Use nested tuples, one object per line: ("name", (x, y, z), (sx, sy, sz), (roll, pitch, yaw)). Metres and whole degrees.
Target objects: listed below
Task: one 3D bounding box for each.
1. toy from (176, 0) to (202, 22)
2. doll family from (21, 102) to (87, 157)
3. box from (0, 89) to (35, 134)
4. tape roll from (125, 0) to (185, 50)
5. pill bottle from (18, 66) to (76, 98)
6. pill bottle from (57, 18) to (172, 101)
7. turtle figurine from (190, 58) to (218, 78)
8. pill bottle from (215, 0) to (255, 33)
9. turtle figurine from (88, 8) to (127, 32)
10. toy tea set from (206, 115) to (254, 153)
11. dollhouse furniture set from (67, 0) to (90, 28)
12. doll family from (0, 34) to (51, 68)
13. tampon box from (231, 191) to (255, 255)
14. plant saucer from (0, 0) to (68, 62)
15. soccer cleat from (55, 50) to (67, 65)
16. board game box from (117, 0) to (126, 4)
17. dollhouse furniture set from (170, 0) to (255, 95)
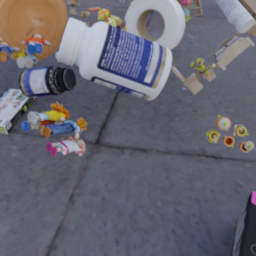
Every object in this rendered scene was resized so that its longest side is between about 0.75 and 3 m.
("toy", (2.019, -4.886, 10.717), (1.357, 2.357, 0.556), (2, 75, 22))
("doll family", (-1.497, -0.063, 6.180), (1.668, 0.752, 1.035), (33, 26, 32))
("box", (-4.557, -0.692, 10.584), (1.200, 0.379, 2.181), (8, 42, 9))
("tape roll", (0.989, -3.905, 10.632), (2.231, 2.231, 0.780), (20, 31, 22))
("pill bottle", (-2.119, -1.223, 7.426), (1.382, 0.773, 0.773), (-2, 39, 21))
("pill bottle", (-0.373, -1.837, 7.396), (2.734, 1.519, 1.519), (17, 39, -15))
("turtle figurine", (1.934, -1.534, 7.385), (0.610, 0.757, 0.244), (29, 66, -27))
("pill bottle", (3.662, -4.136, 9.388), (0.989, 0.989, 1.745), (-19, 75, -20))
("turtle figurine", (-0.321, -2.969, 8.825), (0.805, 2.016, 2.500), (-41, 14, -1))
("toy tea set", (2.587, 0.183, 6.930), (1.195, 0.710, 0.442), (21, 5, -1))
("dollhouse furniture set", (-1.602, -3.879, 10.667), (0.881, 1.990, 1.031), (-3, 9, 24))
("doll family", (-3.419, -2.231, 8.171), (2.231, 1.006, 1.385), (2, 31, -15))
("tampon box", (3.097, 2.881, 5.672), (1.799, 1.516, 2.401), (16, 44, 18))
("plant saucer", (-3.387, -3.691, 9.738), (2.957, 2.957, 0.477), (-29, 46, -29))
("soccer cleat", (-1.863, -2.221, 9.006), (1.000, 0.349, 0.432), (-6, 77, -39))
("board game box", (-0.494, -4.797, 9.398), (1.292, 0.399, 1.293), (38, 36, -10))
("dollhouse furniture set", (2.532, -2.381, 7.874), (1.216, 2.747, 1.424), (46, 23, -5))
